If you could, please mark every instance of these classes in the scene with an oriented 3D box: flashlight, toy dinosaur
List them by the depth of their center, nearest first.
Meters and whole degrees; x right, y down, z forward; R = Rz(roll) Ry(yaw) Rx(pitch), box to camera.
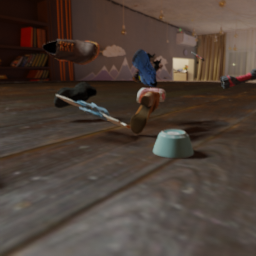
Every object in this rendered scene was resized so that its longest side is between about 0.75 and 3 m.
[{"bbox_3d":[2.957,-1.321,7.331,1.013,0.344,0.343,-17,-2,10],"label":"flashlight"},{"bbox_3d":[0.714,-2.118,10.079,0.752,1.000,1.473,27,43,8],"label":"toy dinosaur"}]

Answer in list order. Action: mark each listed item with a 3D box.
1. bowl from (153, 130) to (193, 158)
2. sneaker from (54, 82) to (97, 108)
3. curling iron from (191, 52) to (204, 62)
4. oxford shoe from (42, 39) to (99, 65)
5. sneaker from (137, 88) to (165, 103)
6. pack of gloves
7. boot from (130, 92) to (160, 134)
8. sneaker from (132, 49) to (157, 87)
[{"bbox_3d":[1.009,0.319,6.234,0.909,0.476,0.909,0,13,0],"label":"bowl"},{"bbox_3d":[-1.918,-1.194,10.303,0.789,0.660,1.738,27,47,38],"label":"sneaker"},{"bbox_3d":[2.558,-2.630,10.327,0.097,0.189,0.761,-37,47,-1],"label":"curling iron"},{"bbox_3d":[-2.087,-2.764,10.050,2.350,0.838,0.857,6,0,33],"label":"oxford shoe"},{"bbox_3d":[0.760,-0.985,8.551,0.597,0.430,1.141,13,21,31],"label":"sneaker"},{"bbox_3d":[-0.908,-0.561,7.736,1.717,0.339,1.443,19,-9,36],"label":"pack of gloves"},{"bbox_3d":[0.515,-0.465,7.995,0.469,1.222,0.949,20,22,20],"label":"boot"},{"bbox_3d":[0.612,-1.835,8.809,0.669,0.562,1.706,39,-7,23],"label":"sneaker"}]
